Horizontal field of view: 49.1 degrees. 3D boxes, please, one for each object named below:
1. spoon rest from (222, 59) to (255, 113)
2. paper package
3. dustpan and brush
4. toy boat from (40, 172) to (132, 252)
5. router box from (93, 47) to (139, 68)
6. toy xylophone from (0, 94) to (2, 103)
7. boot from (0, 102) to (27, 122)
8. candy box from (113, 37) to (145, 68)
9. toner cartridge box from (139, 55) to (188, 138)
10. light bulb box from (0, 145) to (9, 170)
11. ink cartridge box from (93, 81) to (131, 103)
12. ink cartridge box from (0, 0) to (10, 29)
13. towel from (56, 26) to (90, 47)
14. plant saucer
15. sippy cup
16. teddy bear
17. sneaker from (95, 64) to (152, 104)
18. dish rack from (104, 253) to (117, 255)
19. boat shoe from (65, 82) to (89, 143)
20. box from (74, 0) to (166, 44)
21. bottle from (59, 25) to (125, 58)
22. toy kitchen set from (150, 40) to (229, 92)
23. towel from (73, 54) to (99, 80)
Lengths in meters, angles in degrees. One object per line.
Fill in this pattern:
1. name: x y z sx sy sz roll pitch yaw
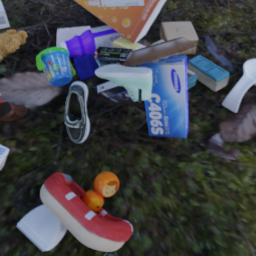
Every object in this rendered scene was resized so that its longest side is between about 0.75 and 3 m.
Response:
1. spoon rest: 4.130 -1.558 9.220 1.322 0.807 2.661 36 61 25
2. paper package: 1.941 -3.486 10.830 1.241 0.674 1.302 -4 51 -3
3. dustpan and brush: -1.678 2.032 6.660 1.101 0.451 1.577 26 62 30
4. toy boat: -0.734 1.582 6.119 2.145 1.400 1.402 39 84 16
5. router box: -0.350 -2.082 9.145 1.372 1.028 0.426 14 61 31
6. toy xylophone: -4.282 -0.768 8.214 0.836 1.141 0.287 47 19 -10
7. boot: -3.723 -0.270 7.826 1.571 1.686 0.542 -21 96 -7
8. candy box: 0.343 -2.289 9.622 1.834 1.059 0.507 29 56 21
9. toner cartridge box: 1.002 -0.755 7.408 1.094 2.304 0.497 3 41 17
10. light bulb box: -4.101 1.018 6.531 1.794 1.119 1.778 28 50 -13
11. ink cartridge box: -0.285 -1.069 8.061 1.542 0.767 0.302 -10 63 44
12. ink cartridge box: -6.111 -4.895 11.878 1.630 0.779 1.857 -19 54 -15
13. towel: -2.140 -3.568 11.186 1.411 0.227 1.347 -7 51 -6
14. plant saucer: 0.714 -1.857 6.733 1.775 0.325 1.775 -15 16 4
15. sippy cup: -1.798 -1.494 7.077 1.053 0.827 0.772 -15 78 -27
16. teddy bear: -4.741 -3.177 10.587 1.492 0.687 2.058 31 58 25
17. sneaker: -0.111 -0.934 6.171 1.345 0.793 0.495 12 40 24
18. dish rack: -0.551 3.383 5.504 1.700 0.464 1.304 -38 61 -26
19. boat shoe: -1.452 -0.301 7.509 0.672 1.865 0.662 10 33 10
20. box: -0.300 -4.388 9.147 2.758 1.716 1.344 35 38 -2
21. bottle: -1.234 -3.114 10.311 2.478 1.035 0.809 -17 54 -13
22. toy kitchen set: 1.977 -1.938 8.766 2.395 1.919 1.411 -30 54 -22
23. towel: -1.320 -2.184 9.868 1.064 0.264 0.786 -20 99 -16
